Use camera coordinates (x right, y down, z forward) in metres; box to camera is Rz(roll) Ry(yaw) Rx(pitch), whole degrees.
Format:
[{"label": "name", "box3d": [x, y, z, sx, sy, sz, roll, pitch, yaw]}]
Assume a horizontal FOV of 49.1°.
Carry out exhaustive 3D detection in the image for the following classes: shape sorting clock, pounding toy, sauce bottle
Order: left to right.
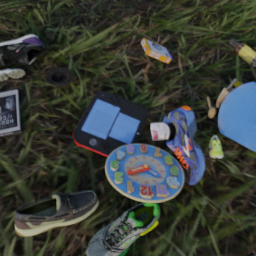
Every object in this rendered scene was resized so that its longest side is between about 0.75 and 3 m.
[{"label": "shape sorting clock", "box3d": [0.568, 1.388, 9.349, 2.665, 0.523, 2.665, 7, 40, -6]}, {"label": "pounding toy", "box3d": [3.881, -1.362, 11.390, 1.135, 1.132, 1.979, 34, 62, 21]}, {"label": "sauce bottle", "box3d": [5.515, -3.627, 13.284, 0.573, 0.573, 1.770, -26, 60, -17]}]

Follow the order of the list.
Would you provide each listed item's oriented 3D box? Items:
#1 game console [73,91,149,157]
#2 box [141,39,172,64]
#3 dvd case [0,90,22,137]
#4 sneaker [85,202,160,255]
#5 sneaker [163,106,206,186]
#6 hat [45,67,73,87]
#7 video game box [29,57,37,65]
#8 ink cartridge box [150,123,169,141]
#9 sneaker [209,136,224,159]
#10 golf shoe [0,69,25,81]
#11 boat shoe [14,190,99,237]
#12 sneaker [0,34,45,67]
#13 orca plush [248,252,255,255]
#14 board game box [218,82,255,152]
[{"label": "game console", "box3d": [-0.620, -0.123, 10.843, 2.360, 0.414, 2.668, 20, 59, 6]}, {"label": "box", "box3d": [1.313, -3.396, 12.513, 1.464, 0.304, 0.872, 14, 43, -35]}, {"label": "dvd case", "box3d": [-5.207, -0.557, 11.366, 1.607, 0.264, 2.139, -13, 56, -8]}, {"label": "sneaker", "box3d": [-0.155, 3.028, 8.378, 2.691, 1.146, 1.050, -36, 63, -21]}, {"label": "sneaker", "box3d": [1.838, 0.655, 9.660, 1.066, 1.023, 2.717, -11, 84, -16]}, {"label": "hat", "box3d": [-3.018, -2.138, 12.326, 1.214, 0.490, 1.214, 3, 60, -6]}, {"label": "video game box", "box3d": [-4.796, -3.400, 13.369, 0.751, 0.176, 0.684, 23, 56, 15]}, {"label": "ink cartridge box", "box3d": [1.334, 0.134, 10.837, 0.846, 0.350, 0.620, -5, 56, -3]}, {"label": "sneaker", "box3d": [3.068, 0.686, 9.855, 0.447, 0.453, 1.186, -2, 26, 4]}, {"label": "golf shoe", "box3d": [-5.269, -2.507, 12.609, 1.183, 0.463, 0.575, -11, 51, -9]}, {"label": "boat shoe", "box3d": [-2.111, 2.444, 8.538, 2.620, 0.861, 0.936, -15, 38, -25]}, {"label": "sneaker", "box3d": [-5.082, -3.306, 12.686, 2.648, 1.003, 1.159, -31, 61, -15]}, {"label": "orca plush", "box3d": [4.805, 4.315, 7.848, 2.957, 1.051, 1.556, 21, 102, 18]}, {"label": "board game box", "box3d": [4.897, -0.313, 10.652, 2.871, 0.559, 2.268, 30, 93, 10]}]
